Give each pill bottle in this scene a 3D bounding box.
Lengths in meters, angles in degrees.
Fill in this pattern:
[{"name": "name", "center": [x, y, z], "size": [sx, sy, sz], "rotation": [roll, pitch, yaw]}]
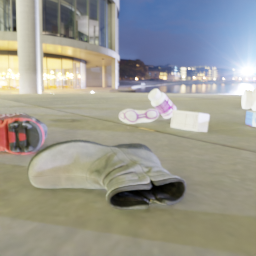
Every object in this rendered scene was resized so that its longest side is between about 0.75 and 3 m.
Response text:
[{"name": "pill bottle", "center": [7.777, -1.590, 15.530], "size": [2.599, 1.468, 1.468], "rotation": [2, 9, 11]}, {"name": "pill bottle", "center": [1.487, -1.086, 12.403], "size": [1.319, 0.741, 0.741], "rotation": [44, -16, -30]}]

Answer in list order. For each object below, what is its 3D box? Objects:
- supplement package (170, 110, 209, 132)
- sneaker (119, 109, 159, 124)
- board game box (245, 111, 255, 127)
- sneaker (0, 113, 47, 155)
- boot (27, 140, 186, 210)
[{"name": "supplement package", "center": [2.086, -0.231, 9.519], "size": [0.609, 0.632, 1.111], "rotation": [4, 6, -42]}, {"name": "sneaker", "center": [0.425, -0.418, 11.544], "size": [1.609, 0.602, 0.801], "rotation": [0, -10, -1]}, {"name": "board game box", "center": [5.924, -0.187, 9.447], "size": [2.673, 0.580, 2.660], "rotation": [-1, 9, -8]}, {"name": "sneaker", "center": [-3.103, 0.090, 6.728], "size": [2.522, 0.892, 1.232], "rotation": [3, 10, 5]}, {"name": "boot", "center": [-0.355, 0.664, 3.924], "size": [2.090, 0.708, 1.365], "rotation": [-4, 15, -15]}]
